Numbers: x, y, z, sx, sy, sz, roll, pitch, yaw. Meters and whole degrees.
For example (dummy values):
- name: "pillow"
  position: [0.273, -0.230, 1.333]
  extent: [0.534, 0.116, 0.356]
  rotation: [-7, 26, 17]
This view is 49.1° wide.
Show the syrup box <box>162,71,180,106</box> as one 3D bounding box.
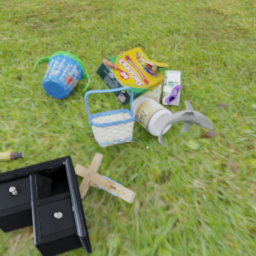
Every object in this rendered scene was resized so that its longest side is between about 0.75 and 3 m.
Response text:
- name: "syrup box"
  position: [2.091, -1.937, 13.481]
  extent: [0.747, 0.773, 1.898]
  rotation: [5, 41, 7]

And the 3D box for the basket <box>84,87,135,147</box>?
- name: "basket"
  position: [-0.644, -0.414, 10.101]
  extent: [1.750, 1.984, 1.380]
  rotation: [-8, 24, -19]

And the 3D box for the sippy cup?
- name: "sippy cup"
  position: [-3.182, -2.389, 13.376]
  extent: [2.376, 1.866, 1.741]
  rotation: [2, 51, 21]

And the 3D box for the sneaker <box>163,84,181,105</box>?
- name: "sneaker"
  position: [1.831, -1.290, 11.104]
  extent: [1.005, 0.405, 0.419]
  rotation: [-53, 27, -12]

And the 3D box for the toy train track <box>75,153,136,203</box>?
- name: "toy train track"
  position: [-0.777, 1.792, 9.130]
  extent: [2.731, 0.444, 1.567]
  rotation: [17, 76, 42]

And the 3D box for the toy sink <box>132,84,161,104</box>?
- name: "toy sink"
  position: [0.879, -1.683, 12.965]
  extent: [1.225, 1.053, 1.879]
  rotation: [9, 42, 9]

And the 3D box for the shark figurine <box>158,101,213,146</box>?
- name: "shark figurine"
  position: [1.635, -0.247, 8.602]
  extent: [1.922, 0.802, 1.148]
  rotation: [-18, 81, -11]

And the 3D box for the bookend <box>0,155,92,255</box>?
- name: "bookend"
  position: [-2.671, 2.470, 8.071]
  extent: [2.705, 1.246, 2.688]
  rotation: [-14, 48, -9]

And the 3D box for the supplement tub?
- name: "supplement tub"
  position: [0.920, -0.518, 11.464]
  extent: [1.151, 1.151, 1.594]
  rotation: [-23, 41, -24]

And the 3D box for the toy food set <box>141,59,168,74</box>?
- name: "toy food set"
  position: [1.075, -2.475, 11.480]
  extent: [0.776, 0.431, 1.319]
  rotation: [32, 27, 34]

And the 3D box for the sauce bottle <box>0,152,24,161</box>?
- name: "sauce bottle"
  position: [-4.428, 1.059, 10.467]
  extent: [0.979, 0.317, 0.317]
  rotation: [-3, 42, -6]

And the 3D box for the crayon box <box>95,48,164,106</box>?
- name: "crayon box"
  position: [0.278, -2.245, 11.544]
  extent: [1.805, 0.722, 2.843]
  rotation: [50, 46, 4]
